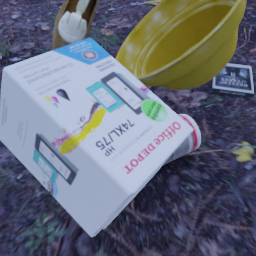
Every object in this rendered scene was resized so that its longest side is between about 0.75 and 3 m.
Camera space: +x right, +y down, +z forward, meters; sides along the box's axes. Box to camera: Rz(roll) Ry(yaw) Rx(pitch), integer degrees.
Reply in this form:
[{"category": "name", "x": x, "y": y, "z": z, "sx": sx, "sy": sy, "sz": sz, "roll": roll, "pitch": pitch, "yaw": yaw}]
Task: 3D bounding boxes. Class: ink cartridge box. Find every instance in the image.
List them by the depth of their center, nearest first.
[{"category": "ink cartridge box", "x": -0.553, "y": 0.105, "z": 4.268, "sx": 2.203, "sy": 1.608, "sz": 1.616, "roll": 43, "pitch": 47, "yaw": 10}]

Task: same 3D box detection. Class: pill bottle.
[{"category": "pill bottle", "x": 0.853, "y": 0.421, "z": 7.375, "sx": 1.936, "sy": 1.072, "sz": 1.072, "roll": -22, "pitch": 47, "yaw": -22}]

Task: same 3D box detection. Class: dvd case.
[{"category": "dvd case", "x": 3.881, "y": -1.839, "z": 10.448, "sx": 1.418, "sy": 0.233, "sz": 1.886, "roll": 10, "pitch": 43, "yaw": 11}]

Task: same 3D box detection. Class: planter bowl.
[{"category": "planter bowl", "x": 1.195, "y": -1.668, "z": 5.650, "sx": 2.952, "sy": 1.230, "sz": 2.952, "roll": -32, "pitch": 33, "yaw": 24}]

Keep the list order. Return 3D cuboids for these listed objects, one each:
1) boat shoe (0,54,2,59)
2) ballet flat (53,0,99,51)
[{"category": "boat shoe", "x": -5.595, "y": -3.158, "z": 11.799, "sx": 1.014, "sy": 0.339, "sz": 0.289, "roll": 23, "pitch": 52, "yaw": 28}, {"category": "ballet flat", "x": -1.247, "y": -3.131, "z": 7.388, "sx": 0.982, "sy": 2.896, "sz": 1.048, "roll": 24, "pitch": 1, "yaw": -17}]
